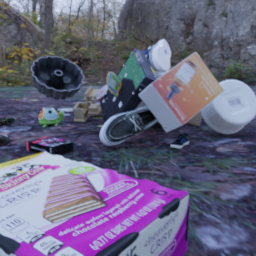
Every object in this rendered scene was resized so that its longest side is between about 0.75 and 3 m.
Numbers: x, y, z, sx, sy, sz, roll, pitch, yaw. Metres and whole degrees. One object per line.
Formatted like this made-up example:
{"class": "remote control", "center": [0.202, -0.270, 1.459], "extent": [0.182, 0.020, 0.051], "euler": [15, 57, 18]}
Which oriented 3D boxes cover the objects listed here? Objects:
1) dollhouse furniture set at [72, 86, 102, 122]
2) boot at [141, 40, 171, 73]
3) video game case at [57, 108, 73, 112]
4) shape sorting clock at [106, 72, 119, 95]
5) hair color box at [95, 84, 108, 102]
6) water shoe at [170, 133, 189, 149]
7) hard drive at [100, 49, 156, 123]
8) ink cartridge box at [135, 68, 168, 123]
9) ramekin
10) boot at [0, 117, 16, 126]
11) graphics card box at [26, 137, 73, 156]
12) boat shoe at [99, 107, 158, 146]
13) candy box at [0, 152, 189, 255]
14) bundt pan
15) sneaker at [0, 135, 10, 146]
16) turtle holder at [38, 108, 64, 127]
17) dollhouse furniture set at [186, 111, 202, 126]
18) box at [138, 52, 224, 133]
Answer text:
{"class": "dollhouse furniture set", "center": [-0.914, -0.806, 13.809], "extent": [2.734, 1.520, 2.418], "euler": [4, 36, 16]}
{"class": "boot", "center": [0.902, -2.540, 10.616], "extent": [1.174, 0.946, 2.600], "euler": [-22, 20, 24]}
{"class": "video game case", "center": [-3.633, -1.101, 17.185], "extent": [1.024, 0.113, 0.934], "euler": [7, 13, 34]}
{"class": "shape sorting clock", "center": [-0.539, -1.554, 9.769], "extent": [0.155, 0.789, 0.789], "euler": [0, 9, 30]}
{"class": "hair color box", "center": [-0.966, -1.529, 11.970], "extent": [0.878, 0.446, 0.269], "euler": [-29, -31, 26]}
{"class": "water shoe", "center": [1.616, 0.391, 8.845], "extent": [0.352, 0.388, 0.984], "euler": [7, 13, 33]}
{"class": "hard drive", "center": [-0.108, -1.266, 10.120], "extent": [0.513, 2.709, 1.893], "euler": [17, 36, -28]}
{"class": "ink cartridge box", "center": [1.016, -1.461, 12.039], "extent": [2.483, 1.796, 1.804], "euler": [10, 32, -2]}
{"class": "ramekin", "center": [3.726, -0.815, 10.278], "extent": [1.926, 1.926, 0.939], "euler": [-2, -17, -9]}
{"class": "boot", "center": [-5.476, -0.242, 12.255], "extent": [0.934, 0.337, 0.706], "euler": [-6, 13, 1]}
{"class": "graphics card box", "center": [-2.321, 0.542, 8.277], "extent": [1.251, 0.318, 0.785], "euler": [9, 14, 36]}
{"class": "boat shoe", "center": [0.156, -0.194, 8.875], "extent": [2.361, 0.851, 0.837], "euler": [-32, 11, -33]}
{"class": "candy box", "center": [-0.968, 1.156, 3.626], "extent": [2.919, 0.890, 1.991], "euler": [8, 14, 37]}
{"class": "bundt pan", "center": [-2.639, -1.780, 10.375], "extent": [1.927, 0.723, 1.927], "euler": [14, 47, -15]}
{"class": "sneaker", "center": [-4.160, 0.473, 8.756], "extent": [0.906, 0.343, 0.524], "euler": [-6, 13, 26]}
{"class": "turtle holder", "center": [-3.379, -0.484, 12.326], "extent": [1.081, 0.768, 0.821], "euler": [-2, 11, -7]}
{"class": "dollhouse furniture set", "center": [3.379, -0.951, 13.181], "extent": [1.788, 1.700, 1.456], "euler": [10, 6, -44]}
{"class": "box", "center": [1.603, -1.061, 8.494], "extent": [1.956, 1.489, 1.040], "euler": [-38, 2, -23]}
